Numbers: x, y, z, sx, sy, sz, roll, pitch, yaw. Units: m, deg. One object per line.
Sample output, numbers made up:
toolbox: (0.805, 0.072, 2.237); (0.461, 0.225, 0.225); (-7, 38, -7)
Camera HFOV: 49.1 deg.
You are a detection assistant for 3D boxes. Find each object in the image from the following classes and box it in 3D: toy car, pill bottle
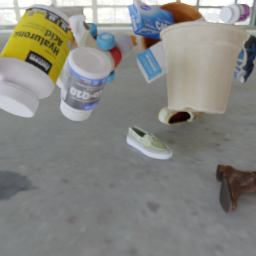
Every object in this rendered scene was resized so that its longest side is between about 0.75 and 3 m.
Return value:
toy car: (-0.697, -3.625, 12.430); (2.334, 2.152, 2.065); (-36, 60, -27)
pill bottle: (-1.061, -0.961, 6.565); (0.939, 1.650, 0.939); (12, 50, -15)
pill bottle: (-2.607, -1.796, 7.680); (1.584, 1.584, 2.846); (9, 68, 19)
pill bottle: (2.452, -2.634, 6.462); (0.780, 0.438, 0.438); (-21, 32, -34)

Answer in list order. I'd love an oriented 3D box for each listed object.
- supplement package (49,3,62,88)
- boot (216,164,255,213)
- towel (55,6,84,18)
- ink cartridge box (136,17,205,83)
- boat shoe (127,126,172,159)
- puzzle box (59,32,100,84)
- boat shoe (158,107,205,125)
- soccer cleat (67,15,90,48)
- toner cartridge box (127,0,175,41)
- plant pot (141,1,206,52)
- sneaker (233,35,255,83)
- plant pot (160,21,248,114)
supplement package: (-2.886, -3.217, 11.314); (1.598, 2.636, 1.579); (-12, 36, 53)
boot: (3.406, 1.602, 7.167); (2.060, 0.662, 1.920); (9, 28, 8)
towel: (-2.108, -3.280, 8.919); (1.527, 1.012, 0.263); (-7, 39, -4)
ink cartridge box: (1.691, -2.766, 10.233); (2.691, 0.913, 1.549); (-30, -1, 4)
boat shoe: (0.655, 0.484, 9.465); (1.918, 0.595, 0.691); (22, 33, 39)
puzzle box: (-1.579, -1.865, 9.145); (0.317, 2.497, 1.661); (-14, 65, -34)
boat shoe: (2.438, -0.573, 11.526); (2.364, 0.875, 0.785); (-17, 33, -13)
soccer cleat: (-1.254, -2.556, 7.582); (0.518, 0.463, 1.335); (-16, -12, -3)
toner cartridge box: (1.029, -4.138, 11.033); (0.516, 1.136, 2.391); (-20, -7, 41)
plant pot: (1.951, -3.949, 12.808); (2.932, 2.932, 2.052); (-2, 8, -4)
sneaker: (3.766, -2.308, 9.456); (0.857, 2.225, 0.842); (33, 77, 24)
plant pot: (2.022, -1.546, 8.040); (2.407, 2.203, 2.407); (5, 3, 0)
